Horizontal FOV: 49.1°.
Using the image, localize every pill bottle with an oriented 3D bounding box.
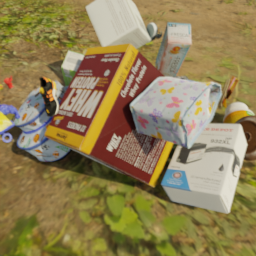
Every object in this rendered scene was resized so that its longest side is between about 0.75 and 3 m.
[{"bbox_3d":[3.895,0.007,9.682,1.096,1.096,1.973,5,41,6],"label":"pill bottle"}]

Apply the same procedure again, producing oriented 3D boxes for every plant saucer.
[{"bbox_3d":[3.569,0.282,8.346,0.252,1.377,1.377,11,29,-39],"label":"plant saucer"}]

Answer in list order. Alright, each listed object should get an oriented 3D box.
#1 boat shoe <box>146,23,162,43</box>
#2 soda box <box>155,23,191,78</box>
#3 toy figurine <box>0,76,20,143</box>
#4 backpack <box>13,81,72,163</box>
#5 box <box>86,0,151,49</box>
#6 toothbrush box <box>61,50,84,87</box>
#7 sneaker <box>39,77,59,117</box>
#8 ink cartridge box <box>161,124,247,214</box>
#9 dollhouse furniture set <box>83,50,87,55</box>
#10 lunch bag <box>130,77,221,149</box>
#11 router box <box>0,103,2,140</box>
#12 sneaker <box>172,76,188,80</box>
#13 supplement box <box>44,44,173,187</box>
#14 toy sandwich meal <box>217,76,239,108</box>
[{"bbox_3d":[1.030,-3.708,10.719,0.604,0.471,1.330,-23,0,-8],"label":"boat shoe"},{"bbox_3d":[1.841,-3.121,11.947,0.940,2.956,1.011,3,72,-4],"label":"soda box"},{"bbox_3d":[-3.296,-0.098,6.556,2.200,1.318,1.161,-42,22,-29],"label":"toy figurine"},{"bbox_3d":[-2.394,-0.169,8.827,2.487,1.916,2.369,-15,52,45],"label":"backpack"},{"bbox_3d":[-0.309,-3.742,10.148,1.456,1.699,1.691,-26,-7,18],"label":"box"},{"bbox_3d":[-1.397,-1.613,8.985,1.167,1.603,0.690,16,68,1],"label":"toothbrush box"},{"bbox_3d":[-2.101,-0.801,7.183,0.377,0.485,1.077,-21,65,23],"label":"sneaker"},{"bbox_3d":[2.103,0.964,7.602,1.609,0.928,2.217,2,49,37],"label":"ink cartridge box"},{"bbox_3d":[-0.011,-1.416,10.001,2.954,2.612,1.642,-3,31,-2],"label":"dollhouse furniture set"},{"bbox_3d":[1.153,-0.499,6.419,1.448,1.085,1.707,16,51,36],"label":"lunch bag"},{"bbox_3d":[-5.659,-0.254,10.398,1.751,0.582,2.227,-13,42,-14],"label":"router box"},{"bbox_3d":[2.202,-1.863,11.720,0.680,1.026,1.802,-28,46,5],"label":"sneaker"},{"bbox_3d":[-0.190,-0.292,7.631,1.831,2.758,2.720,13,75,49],"label":"supplement box"},{"bbox_3d":[3.467,-1.204,9.752,0.396,1.157,1.157,20,44,13],"label":"toy sandwich meal"}]
